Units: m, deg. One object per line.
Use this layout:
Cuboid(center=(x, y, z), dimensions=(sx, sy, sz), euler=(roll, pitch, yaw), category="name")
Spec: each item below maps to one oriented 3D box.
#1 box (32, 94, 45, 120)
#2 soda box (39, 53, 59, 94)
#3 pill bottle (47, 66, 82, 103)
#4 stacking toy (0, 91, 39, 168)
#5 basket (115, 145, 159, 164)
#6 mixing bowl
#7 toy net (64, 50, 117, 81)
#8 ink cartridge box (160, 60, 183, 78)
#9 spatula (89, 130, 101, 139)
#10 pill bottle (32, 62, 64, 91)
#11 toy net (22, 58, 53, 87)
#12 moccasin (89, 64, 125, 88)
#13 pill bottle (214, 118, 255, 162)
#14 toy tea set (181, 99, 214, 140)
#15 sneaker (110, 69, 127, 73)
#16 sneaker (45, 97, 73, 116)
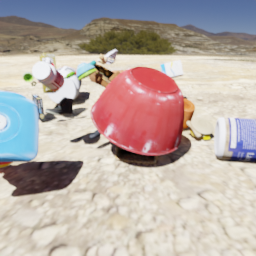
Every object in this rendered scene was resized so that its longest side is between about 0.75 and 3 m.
Cuboid(center=(-3.273, -0.772, 10.169), dimensions=(0.216, 0.746, 0.939), euler=(-11, 22, -26), category="box")
Cuboid(center=(-2.746, -1.888, 9.726), dimensions=(0.424, 1.324, 0.448), euler=(-3, -6, -37), category="soda box")
Cuboid(center=(-3.038, -2.044, 13.360), dimensions=(1.526, 1.526, 2.635), euler=(-2, 19, -5), category="pill bottle")
Cuboid(center=(-2.590, 0.358, 5.536), dimensions=(1.344, 1.271, 2.316), euler=(2, -25, -25), category="stacking toy")
Cuboid(center=(0.267, 0.377, 7.066), dimensions=(1.095, 0.781, 0.815), euler=(5, 18, 16), category="basket")
Cuboid(center=(0.416, -0.610, 6.675), dimensions=(2.388, 1.294, 2.388), euler=(14, 36, -11), category="mixing bowl")
Cuboid(center=(-0.939, -1.774, 8.131), dimensions=(0.993, 0.366, 1.893), euler=(-24, 9, 45), category="toy net")
Cuboid(center=(1.956, -2.574, 12.538), dimensions=(0.911, 0.659, 0.671), euler=(-11, 1, 11), category="ink cartridge box")
Cuboid(center=(-0.343, -0.315, 8.113), dimensions=(0.657, 0.239, 2.325), euler=(-8, 27, 42), category="spatula")
Cuboid(center=(-1.813, -1.175, 6.391), dimensions=(0.479, 0.479, 0.875), euler=(2, -7, 6), category="pill bottle")
Cuboid(center=(-2.703, -1.715, 8.643), dimensions=(1.075, 0.564, 0.208), euler=(-37, 35, 4), category="toy net")
Cuboid(center=(-0.382, -1.473, 8.513), dimensions=(1.728, 0.667, 0.632), euler=(30, 44, 18), category="moccasin")
Cuboid(center=(3.103, 0.300, 6.868), dimensions=(1.810, 1.047, 1.047), euler=(3, 18, 11), category="pill bottle")
Cuboid(center=(1.109, -0.020, 8.578), dimensions=(2.807, 1.039, 1.669), euler=(-4, 48, -21), category="toy tea set")
Cuboid(center=(0.175, -2.033, 12.006), dimensions=(2.102, 0.840, 0.750), euler=(1, 42, -1), category="sneaker")
Cuboid(center=(-1.825, -0.586, 7.417), dimensions=(0.349, 0.496, 0.934), euler=(11, 6, 27), category="sneaker")
